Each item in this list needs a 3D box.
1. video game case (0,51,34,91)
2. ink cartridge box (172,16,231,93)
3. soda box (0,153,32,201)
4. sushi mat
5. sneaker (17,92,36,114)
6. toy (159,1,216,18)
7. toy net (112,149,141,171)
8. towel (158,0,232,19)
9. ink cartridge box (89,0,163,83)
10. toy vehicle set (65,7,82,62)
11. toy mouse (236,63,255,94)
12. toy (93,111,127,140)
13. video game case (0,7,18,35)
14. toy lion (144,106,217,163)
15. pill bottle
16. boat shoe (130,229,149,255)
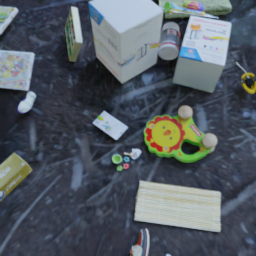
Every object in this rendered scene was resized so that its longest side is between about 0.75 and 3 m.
[{"bbox_3d":[-3.988,-1.983,9.646,1.425,0.163,1.297,8,87,13],"label":"video game case"},{"bbox_3d":[2.528,-2.544,9.634,1.459,1.434,1.982,15,62,8],"label":"ink cartridge box"},{"bbox_3d":[-3.589,1.560,7.863,0.553,0.586,1.729,34,67,17],"label":"soda box"},{"bbox_3d":[1.375,2.160,7.792,2.361,0.143,1.129,7,62,4],"label":"sushi mat"},{"bbox_3d":[-3.338,-0.711,9.144,0.348,0.497,1.000,32,37,-16],"label":"sneaker"},{"bbox_3d":[2.197,-4.341,10.120,2.035,0.480,1.172,-9,33,-28],"label":"toy"},{"bbox_3d":[0.004,0.919,8.451,0.932,0.180,0.489,-24,64,-13],"label":"toy net"},{"bbox_3d":[2.695,-5.489,11.723,2.966,0.541,2.201,-1,60,1],"label":"towel"},{"bbox_3d":[-0.075,-3.091,9.435,1.678,2.320,1.708,-33,66,-17],"label":"ink cartridge box"},{"bbox_3d":[-2.017,-3.420,10.285,0.224,1.050,1.691,1,63,-26],"label":"toy vehicle set"},{"bbox_3d":[4.690,-1.490,9.422,1.680,0.366,1.890,-13,75,2],"label":"toy mouse"},{"bbox_3d":[-0.572,-0.048,8.956,0.994,0.235,0.572,36,70,17],"label":"toy"},{"bbox_3d":[-5.388,-4.205,11.031,1.677,0.192,1.526,13,65,21],"label":"video game case"},{"bbox_3d":[1.477,0.313,8.616,1.778,0.637,1.855,-33,66,-9],"label":"toy lion"},{"bbox_3d":[1.539,-3.244,10.417,0.762,0.762,1.315,7,61,4],"label":"pill bottle"},{"bbox_3d":[0.239,3.214,7.011,0.425,0.483,1.358,11,67,-2],"label":"boat shoe"}]
